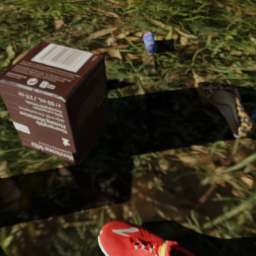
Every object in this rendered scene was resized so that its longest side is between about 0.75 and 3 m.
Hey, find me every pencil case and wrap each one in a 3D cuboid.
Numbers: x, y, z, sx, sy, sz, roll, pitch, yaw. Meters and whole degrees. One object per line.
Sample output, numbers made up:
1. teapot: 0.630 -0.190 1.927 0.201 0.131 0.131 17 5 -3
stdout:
1. pencil case: 1.063 -4.068 13.340 0.546 0.490 1.256 -12 47 4

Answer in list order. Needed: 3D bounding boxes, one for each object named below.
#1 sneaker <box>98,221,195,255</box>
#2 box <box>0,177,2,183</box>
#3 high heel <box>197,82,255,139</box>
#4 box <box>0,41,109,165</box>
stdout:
1. sneaker: 0.696 2.780 6.199 2.971 1.262 1.144 21 49 19
2. box: -4.013 1.539 7.154 0.402 1.618 1.605 -1 45 6
3. high heel: 3.297 -0.707 9.759 2.569 0.917 1.831 33 48 17
4. box: -2.069 -0.779 8.625 2.247 2.708 2.224 16 49 16
